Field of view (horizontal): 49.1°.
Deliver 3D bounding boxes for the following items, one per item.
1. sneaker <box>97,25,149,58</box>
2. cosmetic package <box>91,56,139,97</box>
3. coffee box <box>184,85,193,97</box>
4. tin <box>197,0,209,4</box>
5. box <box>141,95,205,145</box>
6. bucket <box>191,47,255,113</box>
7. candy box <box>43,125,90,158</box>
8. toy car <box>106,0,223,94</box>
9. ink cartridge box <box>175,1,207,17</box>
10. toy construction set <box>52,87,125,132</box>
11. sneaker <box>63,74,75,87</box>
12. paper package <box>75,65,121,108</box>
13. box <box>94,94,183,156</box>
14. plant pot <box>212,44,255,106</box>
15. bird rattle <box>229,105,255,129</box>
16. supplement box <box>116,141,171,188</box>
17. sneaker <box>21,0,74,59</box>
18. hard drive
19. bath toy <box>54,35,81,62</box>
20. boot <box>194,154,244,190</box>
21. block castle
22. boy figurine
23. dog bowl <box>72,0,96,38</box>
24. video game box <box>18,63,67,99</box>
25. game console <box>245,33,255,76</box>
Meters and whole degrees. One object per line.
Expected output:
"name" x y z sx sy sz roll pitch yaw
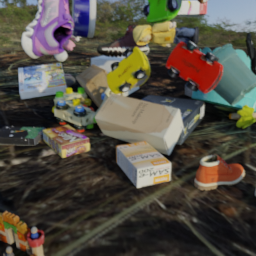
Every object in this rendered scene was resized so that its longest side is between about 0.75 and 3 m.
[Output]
"sneaker" -0.206 -3.336 10.654 1.975 1.141 0.747 -2 -3 -7
"cosmetic package" -0.609 -2.740 14.442 1.821 1.832 2.189 9 23 21
"coffee box" 3.469 -1.763 13.696 0.756 0.534 1.337 -12 23 -29
"tin" 1.682 -2.637 4.719 1.446 0.303 0.810 -40 4 -11
"box" 1.210 -0.416 9.784 2.272 0.735 2.881 10 23 27
"bucket" 3.923 -1.790 10.850 2.962 1.927 2.962 14 7 -2
"candy box" -1.837 0.361 8.193 0.846 0.409 1.450 -14 23 -32
"toy car" 0.753 -1.974 5.830 2.774 2.611 0.619 5 2 40
"ink cartridge box" 2.339 -4.900 11.561 1.609 0.543 0.937 -1 14 -1
"toy construction set" -1.542 -0.754 10.067 2.945 1.357 1.931 3 20 40
"sneaker" -3.836 -2.178 14.786 2.301 0.856 1.007 -14 43 -18
"paper package" -1.061 -1.470 11.032 0.958 1.766 1.852 -39 29 -6
"box" 0.307 -0.142 7.916 2.239 0.870 1.063 15 60 29
"plant pot" 2.586 -1.285 7.178 1.209 1.209 1.184 -22 67 -45
"bird rattle" 4.339 -0.460 10.030 1.446 0.815 1.179 -8 6 -29
"supplement box" 0.325 0.834 6.768 0.861 0.502 1.366 -8 22 -22
"sneaker" -1.847 -2.892 7.345 1.060 2.398 0.964 11 -11 18
"hard drive" -3.387 0.240 8.714 1.417 0.268 0.990 1 20 4
"bath toy" -2.540 -3.572 11.514 0.658 1.781 0.775 38 -15 -38
"boot" 2.120 0.912 6.302 1.336 0.717 0.501 -8 20 -25
"block castle" -1.983 1.734 4.211 1.311 0.615 0.876 10 22 25
"boy figurine" 1.269 -3.172 9.556 2.202 0.709 1.369 2 -12 -5
"dog bowl" -1.467 -3.833 9.116 0.665 1.689 1.689 -1 20 -13
"video game box" -4.318 -2.398 14.059 2.228 0.521 2.029 -12 51 -13
"game console" 3.386 -2.056 7.679 0.155 1.282 0.756 -4 55 30
